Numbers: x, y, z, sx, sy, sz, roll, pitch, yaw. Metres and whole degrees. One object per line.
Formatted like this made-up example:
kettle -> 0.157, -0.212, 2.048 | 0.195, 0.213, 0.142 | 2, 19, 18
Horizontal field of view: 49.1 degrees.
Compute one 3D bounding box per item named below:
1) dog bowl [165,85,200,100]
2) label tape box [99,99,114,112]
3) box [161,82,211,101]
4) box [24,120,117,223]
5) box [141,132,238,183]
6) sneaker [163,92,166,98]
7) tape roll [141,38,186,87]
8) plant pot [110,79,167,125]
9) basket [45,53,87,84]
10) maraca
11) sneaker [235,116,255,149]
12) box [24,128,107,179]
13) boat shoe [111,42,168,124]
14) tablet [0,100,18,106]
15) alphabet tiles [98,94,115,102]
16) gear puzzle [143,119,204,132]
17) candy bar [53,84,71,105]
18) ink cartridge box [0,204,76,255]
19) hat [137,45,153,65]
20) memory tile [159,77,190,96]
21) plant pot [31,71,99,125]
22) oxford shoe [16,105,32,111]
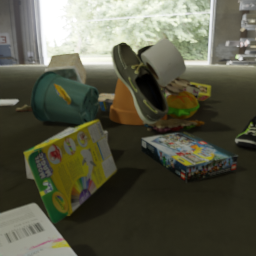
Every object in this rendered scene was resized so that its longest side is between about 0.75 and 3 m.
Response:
dog bowl -> 2.640, -1.586, 13.755 | 1.706, 0.629, 1.706 | 5, -8, 1
label tape box -> -0.837, -1.025, 12.693 | 0.826, 0.596, 0.262 | 8, 48, 17
box -> 2.993, -2.035, 14.863 | 2.563, 0.642, 0.964 | 8, -10, -8
box -> -1.069, 0.743, 5.440 | 0.537, 1.302, 2.219 | -15, 8, 25
box -> 1.487, 0.661, 7.324 | 1.487, 0.410, 2.177 | -7, 18, -23
sneaker -> 1.624, -1.592, 14.934 | 0.686, 0.628, 1.637 | -17, 13, -15
tape roll -> 1.171, -2.165, 9.356 | 0.918, 1.337, 1.337 | -36, 20, 0
plant pot -> 0.412, -1.221, 11.545 | 2.396, 1.677, 2.396 | 0, 15, 0
basket -> -2.606, -2.341, 11.936 | 1.349, 1.337, 1.085 | -5, 52, 10
maraca -> 1.913, -0.795, 10.417 | 1.325, 1.034, 1.933 | 7, 23, 24
sneaker -> 3.861, 0.036, 8.720 | 0.720, 0.831, 2.008 | 11, 19, 32
box -> -1.439, 0.615, 7.082 | 1.243, 0.641, 2.131 | 4, 17, 15
boat shoe -> 0.414, -1.612, 9.328 | 1.069, 2.991, 0.894 | -24, -4, -34
tablet -> -6.867, -1.305, 14.578 | 1.994, 0.136, 1.298 | -2, 16, -9
alphabet tiles -> -1.404, -1.723, 15.987 | 1.884, 0.141, 1.926 | 4, 17, 15
gear puzzle -> 1.756, -0.083, 10.186 | 2.371, 0.310, 1.228 | -5, 12, -29
candy bar -> -2.049, -1.043, 8.889 | 0.220, 0.496, 1.988 | -37, 3, -6
ink cartridge box -> -1.120, 1.797, 2.681 | 1.410, 0.831, 2.450 | -12, 20, -35
hat -> 0.928, -2.871, 11.522 | 2.388, 0.963, 2.388 | -13, 8, 2
memory tile -> 1.497, -1.784, 10.751 | 1.548, 0.170, 2.019 | 26, 29, 17
plant pot -> -2.277, -1.009, 10.736 | 1.951, 1.992, 1.992 | 13, 20, 16
oxford shoe -> -4.801, -0.934, 13.013 | 0.784, 0.290, 0.278 | -6, 17, -20
